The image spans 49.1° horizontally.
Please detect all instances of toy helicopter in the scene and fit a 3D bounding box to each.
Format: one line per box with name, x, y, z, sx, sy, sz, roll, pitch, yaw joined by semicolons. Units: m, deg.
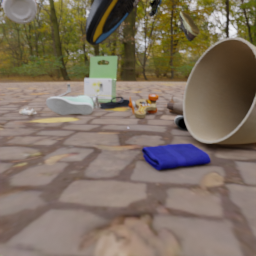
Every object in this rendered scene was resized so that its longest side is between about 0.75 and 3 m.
toy helicopter;0.555;-0.882;12.063;1.298;0.774;1.963;9;25;10

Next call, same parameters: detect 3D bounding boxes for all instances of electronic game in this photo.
electronic game;-0.058;-3.046;6.526;0.567;2.726;2.726;40;11;-5

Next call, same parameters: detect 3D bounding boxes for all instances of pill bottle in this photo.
pill bottle;-3.376;-3.939;8.624;0.946;0.946;1.685;-5;40;-22

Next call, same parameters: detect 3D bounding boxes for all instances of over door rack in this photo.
over door rack;-2.375;-1.516;14.186;2.012;0.907;2.723;0;24;2

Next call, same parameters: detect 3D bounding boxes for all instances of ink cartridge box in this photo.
ink cartridge box;-1.669;-2.918;16.821;1.993;2.738;0.657;6;10;26

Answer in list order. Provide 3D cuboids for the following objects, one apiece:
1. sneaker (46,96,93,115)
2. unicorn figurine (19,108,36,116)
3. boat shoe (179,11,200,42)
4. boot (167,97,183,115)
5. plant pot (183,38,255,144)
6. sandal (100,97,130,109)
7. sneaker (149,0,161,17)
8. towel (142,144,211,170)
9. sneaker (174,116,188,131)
sneaker;-2.548;-1.084;12.503;2.017;0.742;1.189;8;23;-6
unicorn figurine;-4.270;-0.687;12.093;0.944;0.349;0.648;-12;19;13
boat shoe;2.436;-4.280;11.751;0.652;0.578;1.782;16;41;-24
boot;2.579;-0.915;12.460;1.505;0.723;2.058;10;15;15
plant pot;3.364;-0.648;7.388;2.789;2.612;2.612;12;6;-23
sandal;-0.590;-1.354;14.778;0.876;0.493;2.304;6;13;28
sneaker;0.991;-4.777;10.996;0.379;0.324;0.914;-5;-26;-20
towel;0.977;0.614;5.816;1.198;0.297;0.885;-4;19;-19
sneaker;2.227;-0.161;9.046;1.481;0.524;0.734;-3;13;13
